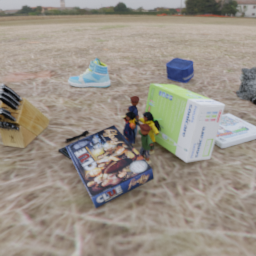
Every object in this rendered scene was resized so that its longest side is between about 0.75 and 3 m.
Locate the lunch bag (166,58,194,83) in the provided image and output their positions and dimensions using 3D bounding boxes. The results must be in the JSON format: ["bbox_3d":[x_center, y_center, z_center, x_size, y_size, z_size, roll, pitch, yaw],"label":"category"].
[{"bbox_3d":[3.142,-3.496,17.300,1.729,1.144,1.174,25,51,38],"label":"lunch bag"}]

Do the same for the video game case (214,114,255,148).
[{"bbox_3d":[3.865,0.052,11.098,2.179,0.258,1.983,-12,29,-23],"label":"video game case"}]

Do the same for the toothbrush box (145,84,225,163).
[{"bbox_3d":[1.740,-0.283,9.663,1.136,1.922,2.639,-2,22,-30],"label":"toothbrush box"}]

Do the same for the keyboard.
[{"bbox_3d":[-1.652,0.493,10.293,1.282,0.208,2.017,23,34,38],"label":"keyboard"}]

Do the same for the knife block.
[{"bbox_3d":[-3.958,-0.660,10.080,0.890,2.441,2.781,7,27,11],"label":"knife block"}]

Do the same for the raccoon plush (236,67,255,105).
[{"bbox_3d":[6.459,-2.144,14.083,1.108,1.534,2.290,-12,29,-22],"label":"raccoon plush"}]

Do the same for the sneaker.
[{"bbox_3d":[-2.282,-3.208,16.143,2.482,1.621,0.987,0,27,2],"label":"sneaker"}]

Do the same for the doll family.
[{"bbox_3d":[0.371,-0.062,9.787,1.099,1.619,2.800,-16,30,-27],"label":"doll family"}]

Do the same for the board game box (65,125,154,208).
[{"bbox_3d":[-0.664,0.995,8.396,1.791,0.458,2.644,-24,36,-15],"label":"board game box"}]
